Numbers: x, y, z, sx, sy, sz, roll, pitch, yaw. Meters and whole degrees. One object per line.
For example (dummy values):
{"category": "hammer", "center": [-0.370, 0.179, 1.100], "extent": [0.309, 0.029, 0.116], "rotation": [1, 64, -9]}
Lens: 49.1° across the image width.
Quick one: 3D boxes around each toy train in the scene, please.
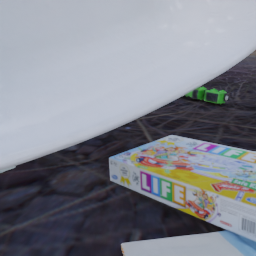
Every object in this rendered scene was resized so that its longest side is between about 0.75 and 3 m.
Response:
{"category": "toy train", "center": [2.510, -1.275, 10.261], "extent": [0.663, 0.490, 2.350], "rotation": [-10, 20, -38]}

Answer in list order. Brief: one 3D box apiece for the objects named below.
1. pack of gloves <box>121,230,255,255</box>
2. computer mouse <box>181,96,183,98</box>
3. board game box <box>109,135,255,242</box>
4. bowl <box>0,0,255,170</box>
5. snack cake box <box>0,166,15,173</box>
{"category": "pack of gloves", "center": [1.453, 1.418, 2.107], "extent": [2.690, 0.531, 2.260], "rotation": [-4, 3, -11]}
{"category": "computer mouse", "center": [1.202, -1.229, 10.674], "extent": [1.788, 0.304, 0.524], "rotation": [5, 8, -2]}
{"category": "board game box", "center": [1.089, 0.649, 4.036], "extent": [1.593, 0.405, 2.369], "rotation": [-16, 19, -42]}
{"category": "bowl", "center": [-0.500, -1.398, 1.772], "extent": [2.783, 2.786, 1.040], "rotation": [-25, 15, -18]}
{"category": "snack cake box", "center": [-2.666, 0.458, 4.901], "extent": [1.291, 0.434, 0.742], "rotation": [14, 23, 37]}
